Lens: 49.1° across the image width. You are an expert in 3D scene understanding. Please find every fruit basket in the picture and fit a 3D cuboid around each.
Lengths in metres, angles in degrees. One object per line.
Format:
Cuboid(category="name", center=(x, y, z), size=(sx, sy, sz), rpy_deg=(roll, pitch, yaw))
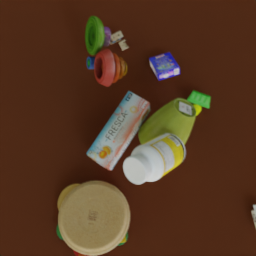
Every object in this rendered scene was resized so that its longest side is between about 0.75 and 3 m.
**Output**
Cuboid(category="fruit basket", center=(2.967, -0.995, 11.975), size=(1.046, 0.755, 1.046), rpy_deg=(4, 106, 15))

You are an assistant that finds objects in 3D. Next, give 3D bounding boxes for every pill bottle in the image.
Cuboid(category="pill bottle", center=(0.833, 0.987, 8.913), size=(1.186, 1.186, 2.118), rpy_deg=(46, 39, 19))

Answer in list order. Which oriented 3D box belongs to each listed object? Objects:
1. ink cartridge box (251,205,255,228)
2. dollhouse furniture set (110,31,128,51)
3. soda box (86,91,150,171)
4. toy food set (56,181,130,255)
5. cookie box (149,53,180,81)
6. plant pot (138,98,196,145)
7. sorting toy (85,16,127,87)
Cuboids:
Cuboid(category="ink cartridge box", center=(4.760, 3.199, 10.064), size=(0.470, 0.275, 0.811), rpy_deg=(-3, 64, -2))
Cuboid(category="dollhouse furniture set", center=(-0.490, -4.090, 13.515), size=(0.595, 0.599, 0.850), rpy_deg=(-30, 97, -13))
Cuboid(category="soda box", center=(-0.318, 0.130, 10.701), size=(1.001, 0.931, 2.928), rpy_deg=(31, 79, 14))
Cuboid(category="toy food set", center=(-1.235, 3.165, 9.883), size=(2.603, 0.633, 2.576), rpy_deg=(-6, 64, -3))
Cuboid(category="cookie box", center=(1.635, -2.797, 12.694), size=(1.040, 0.457, 1.216), rpy_deg=(-17, 50, -3))
Cuboid(category="plant pot", center=(1.608, -0.111, 10.370), size=(1.837, 1.963, 1.837), rpy_deg=(16, 45, -16))
Cuboid(category="sorting toy", center=(-0.845, -2.969, 11.267), size=(1.208, 1.769, 2.944), rpy_deg=(-6, 71, -28))
